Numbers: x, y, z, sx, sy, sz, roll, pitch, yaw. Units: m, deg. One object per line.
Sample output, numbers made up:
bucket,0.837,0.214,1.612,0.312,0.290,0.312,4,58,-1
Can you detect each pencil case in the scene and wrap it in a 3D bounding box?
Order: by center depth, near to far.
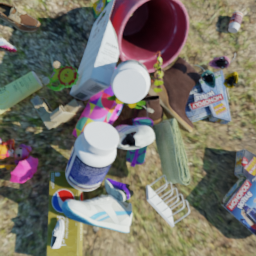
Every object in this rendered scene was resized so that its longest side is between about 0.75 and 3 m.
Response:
pencil case,0.366,0.474,9.593,0.710,0.771,1.669,12,121,3
pencil case,-0.806,-0.678,9.874,1.292,1.292,2.924,25,89,5

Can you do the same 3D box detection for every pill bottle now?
pill bottle,0.065,-1.213,7.280,0.991,1.711,0.991,1,109,2
pill bottle,-1.091,0.879,8.451,1.255,2.170,1.255,14,46,-15
pill bottle,4.302,-4.233,11.255,0.430,0.430,0.753,19,78,4

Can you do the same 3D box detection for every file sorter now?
file sorter,1.205,2.177,8.469,0.744,0.829,1.194,-38,102,13

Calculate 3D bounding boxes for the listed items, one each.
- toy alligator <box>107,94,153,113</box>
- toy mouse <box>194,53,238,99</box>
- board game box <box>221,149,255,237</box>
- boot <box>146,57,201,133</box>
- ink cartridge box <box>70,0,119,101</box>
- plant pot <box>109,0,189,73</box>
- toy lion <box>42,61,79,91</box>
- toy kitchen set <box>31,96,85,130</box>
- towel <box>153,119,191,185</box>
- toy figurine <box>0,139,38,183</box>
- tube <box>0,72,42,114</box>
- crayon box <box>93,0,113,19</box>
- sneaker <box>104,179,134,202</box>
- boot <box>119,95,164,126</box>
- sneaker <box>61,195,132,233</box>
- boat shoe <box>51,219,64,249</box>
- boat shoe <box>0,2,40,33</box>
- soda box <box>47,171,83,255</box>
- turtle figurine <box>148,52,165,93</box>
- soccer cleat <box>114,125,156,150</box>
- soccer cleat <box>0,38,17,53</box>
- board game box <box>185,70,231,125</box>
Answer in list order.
toy alligator,0.122,-0.850,8.710,1.578,0.523,0.379,14,109,-19
toy mouse,3.005,-1.941,9.512,1.534,1.726,0.334,22,52,14
board game box,4.478,2.136,9.687,2.607,0.805,2.609,43,81,10
boot,1.967,-1.206,9.964,1.945,0.846,2.339,-42,81,-8
ink cartridge box,-0.922,-2.499,9.210,0.833,2.373,2.920,25,75,-21
plant pot,0.435,-3.671,9.963,2.659,2.659,2.380,-26,46,-5
toy lion,-2.088,-1.581,8.892,0.943,0.338,0.984,35,88,11
toy kitchen set,-2.545,-0.823,9.632,1.421,1.159,1.282,-34,83,12
towel,1.295,0.761,8.677,0.368,1.495,2.015,-11,84,-17
toy figurine,-4.245,1.072,9.807,2.153,1.756,2.340,10,53,-12
tube,-4.559,-1.131,10.496,2.734,0.710,0.793,-30,41,-1
crayon box,-0.895,-4.249,9.818,0.258,0.886,0.526,2,83,-41
sneaker,-0.223,1.611,7.425,0.503,1.012,0.352,-15,116,-33
boot,0.376,-0.539,9.800,1.683,1.400,0.609,-8,50,9
sneaker,-0.943,2.602,8.930,2.586,0.989,1.044,29,64,-37
boat shoe,-2.199,3.283,8.664,0.322,0.286,0.875,-7,73,38
boat shoe,-4.455,-4.421,11.156,1.938,0.696,0.734,21,79,4
soda box,-2.078,2.963,9.429,1.011,0.955,2.984,-1,78,0
turtle figurine,0.948,-1.690,9.085,0.432,1.342,1.082,6,57,-11
soccer cleat,-0.133,0.317,8.904,0.958,2.220,0.775,-22,97,-38
soccer cleat,-4.903,-3.317,11.087,1.065,0.372,0.460,13,78,3
board game box,2.909,-0.923,10.453,1.935,0.597,1.934,-19,78,-4
